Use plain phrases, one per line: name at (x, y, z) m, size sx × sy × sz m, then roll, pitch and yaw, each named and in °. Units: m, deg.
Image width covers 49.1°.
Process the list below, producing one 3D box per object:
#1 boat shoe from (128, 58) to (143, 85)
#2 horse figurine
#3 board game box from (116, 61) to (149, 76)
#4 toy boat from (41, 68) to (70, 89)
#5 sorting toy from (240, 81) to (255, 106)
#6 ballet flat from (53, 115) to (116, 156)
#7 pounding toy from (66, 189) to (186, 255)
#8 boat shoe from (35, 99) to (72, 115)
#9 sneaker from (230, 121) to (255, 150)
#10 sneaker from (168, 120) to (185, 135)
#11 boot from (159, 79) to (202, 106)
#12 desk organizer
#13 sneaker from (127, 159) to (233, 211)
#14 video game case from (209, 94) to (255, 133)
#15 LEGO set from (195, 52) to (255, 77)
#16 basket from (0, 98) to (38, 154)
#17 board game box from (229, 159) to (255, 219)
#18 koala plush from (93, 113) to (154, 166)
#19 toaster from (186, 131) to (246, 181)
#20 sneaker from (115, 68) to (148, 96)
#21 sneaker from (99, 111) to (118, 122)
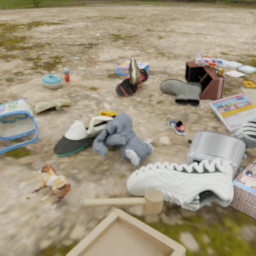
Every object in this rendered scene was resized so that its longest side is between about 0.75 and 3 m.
boat shoe at (0.363, -2.570, 12.932) m, size 0.599 × 0.598 × 1.620 m, roll 8°, pitch 53°, yaw -11°
horse figurine at (-1.914, 1.471, 7.013) m, size 1.552 × 0.387 × 1.029 m, roll 6°, pitch 42°, yaw 41°
board game box at (0.267, -3.341, 15.802) m, size 1.413 × 0.403 × 1.444 m, roll 12°, pitch 32°, yaw 20°
toy boat at (-3.597, -2.501, 14.020) m, size 1.537 × 0.714 × 1.292 m, roll -26°, pitch 38°, yaw -37°
sorting toy at (5.557, -1.216, 11.901) m, size 1.392 × 0.337 × 2.472 m, roll 7°, pitch 39°, yaw -5°
ballet flat at (-1.339, 0.109, 9.283) m, size 2.526 × 0.864 × 0.859 m, roll -20°, pitch 32°, yaw -31°
pounding toy at (-0.050, 2.248, 5.260) m, size 2.155 × 1.122 × 2.453 m, roll 21°, pitch 36°, yaw 32°
boat shoe at (-2.997, -0.814, 11.286) m, size 1.497 × 0.549 × 0.469 m, roll -8°, pitch 65°, yaw 4°
sneaker at (4.122, 0.402, 8.642) m, size 2.096 × 1.210 × 0.786 m, roll 17°, pitch 64°, yaw -12°
sneaker at (1.772, -0.133, 10.168) m, size 0.366 × 0.413 × 0.978 m, roll -11°, pitch 31°, yaw -19°
boot at (2.240, -1.553, 12.453) m, size 2.017 × 0.683 × 1.317 m, roll 8°, pitch 40°, yaw 19°
desk organizer at (3.590, -2.375, 13.503) m, size 1.121 × 1.044 × 2.911 m, roll -3°, pitch 29°, yaw -1°
sneaker at (1.196, 1.433, 6.737) m, size 2.602 × 0.978 × 1.054 m, roll -8°, pitch 49°, yaw 15°
video game case at (4.175, -0.614, 10.748) m, size 1.425 × 0.174 × 1.994 m, roll -16°, pitch 35°, yaw 2°
LEGO set at (4.579, -3.064, 13.286) m, size 2.893 × 0.710 × 2.161 m, roll -20°, pitch 39°, yaw -41°
basket at (-3.785, -0.019, 9.171) m, size 1.547 × 1.220 × 1.755 m, roll -19°, pitch 57°, yaw -5°
board game box at (3.328, 1.540, 6.941) m, size 1.126 × 0.684 × 1.413 m, roll 24°, pitch 37°, yaw 37°
koala plush at (-0.014, 0.467, 8.382) m, size 1.488 × 1.367 × 1.319 m, roll 41°, pitch 29°, yaw 17°
toaster at (2.361, 0.796, 7.884) m, size 1.743 × 0.991 × 1.126 m, roll 15°, pitch 42°, yaw 21°
sneaker at (0.068, -2.046, 13.421) m, size 0.954 × 0.811 × 2.200 m, roll -17°, pitch 18°, yaw 50°
sneaker at (-0.546, -0.380, 10.472) m, size 1.221 × 0.471 × 0.446 m, roll 6°, pitch 39°, yaw 18°
